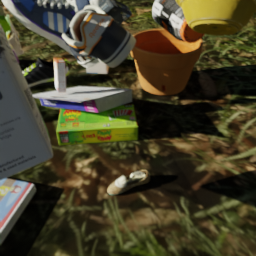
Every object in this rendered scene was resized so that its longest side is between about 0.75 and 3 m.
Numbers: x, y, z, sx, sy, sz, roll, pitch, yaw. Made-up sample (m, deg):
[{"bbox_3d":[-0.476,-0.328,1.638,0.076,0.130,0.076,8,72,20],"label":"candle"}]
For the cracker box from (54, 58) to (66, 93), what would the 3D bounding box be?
[{"bbox_3d":[-1.855,-1.432,7.608,0.238,0.825,0.553,-6,27,-21],"label":"cracker box"}]

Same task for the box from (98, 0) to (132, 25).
[{"bbox_3d":[-0.505,-2.664,6.805,0.905,0.293,1.148,-30,-1,24],"label":"box"}]

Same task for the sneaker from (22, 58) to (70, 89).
[{"bbox_3d":[-3.256,-2.053,9.980,2.352,0.974,0.843,-13,40,-17],"label":"sneaker"}]

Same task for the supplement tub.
[{"bbox_3d":[1.290,-2.751,6.997,0.895,0.895,1.461,-14,45,-18],"label":"supplement tub"}]

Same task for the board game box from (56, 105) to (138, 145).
[{"bbox_3d":[-0.848,-0.106,7.854,2.122,0.505,1.078,-3,38,-4],"label":"board game box"}]

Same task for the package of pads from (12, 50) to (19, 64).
[{"bbox_3d":[-5.415,-2.654,10.987,1.855,0.702,1.118,8,41,10],"label":"package of pads"}]

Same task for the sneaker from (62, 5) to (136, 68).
[{"bbox_3d":[-0.779,-1.889,5.799,1.016,1.029,2.591,-57,26,-4],"label":"sneaker"}]

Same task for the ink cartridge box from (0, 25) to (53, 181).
[{"bbox_3d":[-2.074,-0.698,3.962,1.050,2.499,1.818,-24,17,-12],"label":"ink cartridge box"}]

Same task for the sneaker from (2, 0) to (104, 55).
[{"bbox_3d":[-1.587,-3.289,7.448,2.782,2.037,1.121,30,34,-32],"label":"sneaker"}]

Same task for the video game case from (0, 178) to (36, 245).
[{"bbox_3d":[-3.744,1.708,5.716,2.964,0.259,2.119,9,39,12],"label":"video game case"}]

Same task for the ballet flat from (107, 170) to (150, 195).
[{"bbox_3d":[0.009,1.185,6.321,1.053,0.344,0.371,-18,41,-22],"label":"ballet flat"}]

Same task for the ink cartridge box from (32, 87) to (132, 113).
[{"bbox_3d":[-1.357,-0.800,7.941,2.157,0.476,2.197,9,20,34],"label":"ink cartridge box"}]

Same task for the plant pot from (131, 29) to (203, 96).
[{"bbox_3d":[1.236,-2.222,9.647,2.365,1.656,2.365,1,38,0],"label":"plant pot"}]

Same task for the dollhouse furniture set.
[{"bbox_3d":[-3.409,-2.661,7.211,0.710,1.839,0.919,-20,65,-7],"label":"dollhouse furniture set"}]

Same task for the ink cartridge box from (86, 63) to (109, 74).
[{"bbox_3d":[-1.173,-2.793,11.075,0.823,0.802,1.281,2,38,2],"label":"ink cartridge box"}]

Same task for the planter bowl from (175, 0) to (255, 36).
[{"bbox_3d":[1.615,-2.143,5.060,1.826,0.760,1.826,8,7,-1],"label":"planter bowl"}]
